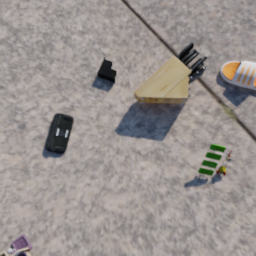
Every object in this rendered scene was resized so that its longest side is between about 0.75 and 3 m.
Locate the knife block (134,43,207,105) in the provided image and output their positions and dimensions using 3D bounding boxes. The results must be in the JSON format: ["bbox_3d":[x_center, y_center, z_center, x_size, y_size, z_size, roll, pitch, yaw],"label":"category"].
[{"bbox_3d":[1.732,-2.298,11.499,2.888,0.924,2.535,2,80,5],"label":"knife block"}]

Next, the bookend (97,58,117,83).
[{"bbox_3d":[-0.812,-2.523,12.262,0.825,0.382,0.830,20,73,5],"label":"bookend"}]

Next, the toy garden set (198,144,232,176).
[{"bbox_3d":[3.408,1.250,10.739,1.103,0.264,1.323,14,115,-11],"label":"toy garden set"}]

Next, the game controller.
[{"bbox_3d":[-2.805,0.210,11.496,0.874,0.353,1.676,15,73,-11],"label":"game controller"}]

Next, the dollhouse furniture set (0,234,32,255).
[{"bbox_3d":[-4.167,4.788,9.539,1.789,1.270,1.417,-35,76,-10],"label":"dollhouse furniture set"}]

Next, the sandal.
[{"bbox_3d":[5.495,-2.228,11.922,2.959,0.848,1.134,21,74,6],"label":"sandal"}]
